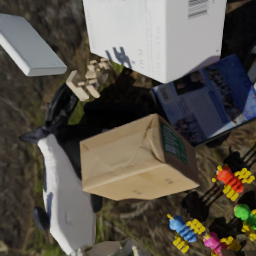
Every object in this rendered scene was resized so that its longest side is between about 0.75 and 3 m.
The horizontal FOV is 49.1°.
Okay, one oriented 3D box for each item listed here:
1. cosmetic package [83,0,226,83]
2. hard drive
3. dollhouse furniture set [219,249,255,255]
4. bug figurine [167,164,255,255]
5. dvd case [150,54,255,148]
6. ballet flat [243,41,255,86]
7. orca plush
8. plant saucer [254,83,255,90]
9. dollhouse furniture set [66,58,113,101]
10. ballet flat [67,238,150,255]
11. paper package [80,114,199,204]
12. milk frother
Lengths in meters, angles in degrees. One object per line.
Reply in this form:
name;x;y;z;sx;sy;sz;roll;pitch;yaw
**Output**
cosmetic package;0.383;-2.804;5.809;1.707;2.776;2.768;-25;128;-27
hard drive;-2.360;-1.927;6.434;1.783;1.176;0.234;48;120;10
dollhouse furniture set;3.593;4.684;7.958;2.375;1.237;2.400;1;98;6
bug figurine;2.678;2.616;8.235;2.963;0.762;2.298;-43;94;-6
dvd case;2.020;-0.635;7.013;2.476;0.217;1.767;-23;84;-8
ballet flat;3.910;-1.972;8.494;0.753;0.753;2.060;30;87;2
orca plush;-1.596;1.417;6.125;1.503;1.016;2.857;-34;96;-36
plant saucer;4.816;-0.982;8.541;2.074;0.521;2.074;0;87;0
dollhouse furniture set;-0.739;-0.893;5.672;0.842;0.548;0.774;-3;52;34
ballet flat;-0.200;2.517;5.441;0.797;2.222;0.797;-13;72;43
paper package;0.262;0.698;5.245;1.716;1.800;0.931;-21;59;24
milk frother;-0.507;0.320;7.246;2.819;2.997;2.705;6;82;0
